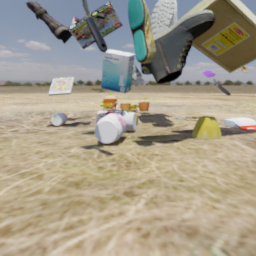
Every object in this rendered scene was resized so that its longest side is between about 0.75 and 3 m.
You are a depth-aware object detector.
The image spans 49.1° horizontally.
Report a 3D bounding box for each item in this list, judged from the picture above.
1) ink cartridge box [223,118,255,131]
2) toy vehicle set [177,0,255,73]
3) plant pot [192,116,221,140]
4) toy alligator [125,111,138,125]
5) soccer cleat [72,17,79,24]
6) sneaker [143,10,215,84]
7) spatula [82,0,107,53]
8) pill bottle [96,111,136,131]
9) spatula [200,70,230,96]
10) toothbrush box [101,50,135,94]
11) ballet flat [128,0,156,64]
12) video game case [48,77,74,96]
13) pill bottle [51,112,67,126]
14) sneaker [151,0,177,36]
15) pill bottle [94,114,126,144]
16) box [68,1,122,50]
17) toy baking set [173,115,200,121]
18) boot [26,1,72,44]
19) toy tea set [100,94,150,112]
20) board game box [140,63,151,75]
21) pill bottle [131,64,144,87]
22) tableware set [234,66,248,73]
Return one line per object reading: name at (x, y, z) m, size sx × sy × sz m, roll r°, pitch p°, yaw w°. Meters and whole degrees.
ink cartridge box at (4.620, -0.161, 11.015) m, size 1.076 × 0.378 × 1.324 m, roll -4°, pitch 5°, yaw -22°
toy vehicle set at (3.075, -2.877, 8.738) m, size 2.900 × 0.384 × 1.802 m, roll 23°, pitch -33°, yaw -32°
plant pot at (2.546, -0.031, 9.058) m, size 0.921 × 0.654 × 0.921 m, roll 1°, pitch 9°, yaw 0°
toy alligator at (0.035, -0.505, 12.275) m, size 0.794 × 0.576 × 2.397 m, roll 1°, pitch 9°, yaw 4°
soccer cleat at (-1.952, -3.845, 10.448) m, size 0.367 × 0.454 × 1.051 m, roll 24°, pitch 20°, yaw -14°
sneaker at (1.532, -2.167, 7.734) m, size 2.392 × 1.271 × 0.895 m, roll -29°, pitch -18°, yaw 3°
spatula at (-0.856, -2.497, 5.937) m, size 0.575 × 2.034 × 0.209 m, roll -18°, pitch -7°, yaw -32°
pill bottle at (-0.411, -0.237, 10.028) m, size 1.322 × 0.755 × 0.755 m, roll 2°, pitch 9°, yaw 13°
spatula at (3.634, -1.857, 11.472) m, size 0.466 × 0.169 × 1.648 m, roll -22°, pitch 60°, yaw -20°
toothbrush box at (-0.486, -2.584, 12.819) m, size 1.267 × 1.731 × 0.738 m, roll 14°, pitch 27°, yaw 17°
ballet flat at (0.372, -2.440, 6.968) m, size 0.607 × 1.717 × 0.607 m, roll -8°, pitch 0°, yaw 0°
video game case at (-3.054, -1.911, 12.867) m, size 1.007 × 0.127 × 1.106 m, roll -3°, pitch 48°, yaw 6°
pill bottle at (-2.845, -0.357, 11.565) m, size 0.512 × 0.512 × 0.934 m, roll 0°, pitch 9°, yaw 0°
sneaker at (1.451, -3.639, 10.341) m, size 0.911 × 2.384 × 0.960 m, roll 8°, pitch 3°, yaw 41°
pill bottle at (-0.518, 0.016, 8.343) m, size 0.778 × 0.778 × 1.373 m, roll 1°, pitch 10°, yaw 7°
box at (-0.964, -3.054, 8.419) m, size 1.442 × 0.250 × 0.794 m, roll -29°, pitch -37°, yaw 8°
toy baking set at (2.930, -0.499, 13.575) m, size 1.063 × 0.161 × 1.385 m, roll -7°, pitch 11°, yaw -37°
boot at (-2.819, -3.930, 10.273) m, size 1.590 × 0.632 × 1.827 m, roll 44°, pitch 8°, yaw -4°
toy tea set at (-0.198, -1.508, 16.417) m, size 2.956 × 1.094 × 1.758 m, roll -1°, pitch 2°, yaw -8°
board game box at (1.424, -3.382, 14.220) m, size 1.590 × 0.490 × 1.589 m, roll -6°, pitch 52°, yaw 7°
pill bottle at (0.299, -2.629, 13.952) m, size 0.641 × 1.107 × 0.641 m, roll -33°, pitch 1°, yaw 1°
tableware set at (4.492, -2.587, 11.301) m, size 0.943 × 0.788 × 0.109 m, roll 5°, pitch -16°, yaw -28°
